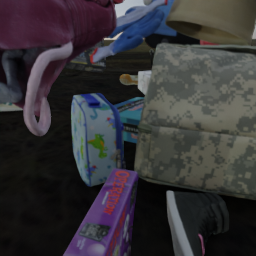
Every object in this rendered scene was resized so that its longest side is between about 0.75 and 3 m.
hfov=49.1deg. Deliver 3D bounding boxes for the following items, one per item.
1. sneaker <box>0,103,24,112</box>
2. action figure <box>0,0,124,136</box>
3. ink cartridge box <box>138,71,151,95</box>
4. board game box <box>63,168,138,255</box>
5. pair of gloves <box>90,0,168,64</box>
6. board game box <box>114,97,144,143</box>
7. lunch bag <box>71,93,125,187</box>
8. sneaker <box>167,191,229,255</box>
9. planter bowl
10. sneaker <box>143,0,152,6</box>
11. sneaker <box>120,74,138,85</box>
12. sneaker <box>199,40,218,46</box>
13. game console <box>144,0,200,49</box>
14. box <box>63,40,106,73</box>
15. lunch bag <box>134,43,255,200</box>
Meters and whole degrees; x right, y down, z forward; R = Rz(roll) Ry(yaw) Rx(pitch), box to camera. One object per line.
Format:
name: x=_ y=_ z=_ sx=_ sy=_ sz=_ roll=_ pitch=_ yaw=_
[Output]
sneaker: x=-4.344 y=-1.158 z=10.122 sx=2.213 sy=1.035 sz=0.779 roll=-6 pitch=19 yaw=-15
action figure: x=-0.937 y=-1.650 z=4.219 sx=2.210 sy=1.988 sz=2.967 roll=37 pitch=48 yaw=22
ink cartridge box: x=1.444 y=-2.101 z=13.161 sx=1.596 sy=0.902 sz=2.179 roll=-3 pitch=19 yaw=-9
board game box: x=-0.302 y=1.372 z=2.083 sx=0.356 sy=1.322 sz=2.203 roll=4 pitch=19 yaw=12
pair of gloves: x=0.052 y=-2.505 z=6.831 sx=1.990 sy=0.282 sz=2.475 roll=-20 pitch=37 yaw=28
board game box: x=0.947 y=-0.184 z=7.743 sx=2.962 sy=0.695 sz=2.236 roll=11 pitch=21 yaw=30
lunch bag: x=-0.654 y=0.129 z=5.488 sx=0.779 sy=1.519 sz=1.889 roll=-7 pitch=19 yaw=-17
sneaker: x=0.952 y=1.255 z=3.572 sx=0.811 sy=0.578 sz=1.635 roll=-4 pitch=14 yaw=4
planter bowl: x=2.261 y=-3.137 z=7.183 sx=2.270 sy=1.528 sz=2.270 roll=17 pitch=12 yaw=-4
sneaker: x=0.224 y=-2.753 z=5.354 sx=0.514 sy=0.790 sz=0.315 roll=-9 pitch=48 yaw=-15
sneaker: x=0.288 y=-2.601 z=15.467 sx=1.539 sy=0.582 sz=0.675 roll=13 pitch=6 yaw=30
sneaker: x=3.182 y=-3.354 z=8.458 sx=1.097 sy=2.977 sz=1.291 roll=20 pitch=42 yaw=-16
game console: x=1.770 y=-3.971 z=9.634 sx=2.404 sy=2.719 sz=0.422 roll=18 pitch=36 yaw=20
box: x=-1.732 y=-2.787 z=9.856 sx=1.824 sy=1.470 sz=0.448 roll=0 pitch=-17 yaw=-30
lunch bag: x=1.680 y=-0.249 z=4.875 sx=2.861 sy=2.399 sz=1.993 roll=8 pitch=10 yaw=20
